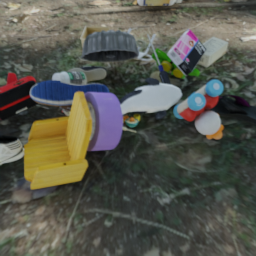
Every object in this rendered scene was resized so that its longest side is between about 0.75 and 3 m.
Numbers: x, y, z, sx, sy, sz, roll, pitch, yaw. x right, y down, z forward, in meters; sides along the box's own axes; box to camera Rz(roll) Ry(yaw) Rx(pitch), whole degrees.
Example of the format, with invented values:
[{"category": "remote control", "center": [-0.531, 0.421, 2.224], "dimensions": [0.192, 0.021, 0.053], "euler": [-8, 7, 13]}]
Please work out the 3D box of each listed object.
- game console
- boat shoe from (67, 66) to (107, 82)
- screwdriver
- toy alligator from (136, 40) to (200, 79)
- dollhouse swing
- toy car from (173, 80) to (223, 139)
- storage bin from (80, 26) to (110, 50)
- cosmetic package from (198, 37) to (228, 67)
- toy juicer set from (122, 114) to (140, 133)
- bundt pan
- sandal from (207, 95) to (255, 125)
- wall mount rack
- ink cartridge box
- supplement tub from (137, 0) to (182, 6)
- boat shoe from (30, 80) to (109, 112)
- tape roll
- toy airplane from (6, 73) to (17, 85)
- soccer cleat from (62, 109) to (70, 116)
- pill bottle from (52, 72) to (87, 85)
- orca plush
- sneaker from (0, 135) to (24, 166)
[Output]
[{"category": "game console", "center": [-3.836, -1.007, 9.634], "dimensions": [1.579, 1.396, 0.245], "euler": [-30, 66, -24]}, {"category": "boat shoe", "center": [-1.682, -2.234, 11.503], "dimensions": [1.694, 0.615, 0.531], "euler": [-1, 30, 12]}, {"category": "screwdriver", "center": [1.187, -2.654, 11.060], "dimensions": [0.341, 0.356, 2.445], "euler": [-18, 85, -4]}, {"category": "toy alligator", "center": [1.560, -2.721, 11.606], "dimensions": [2.882, 0.782, 0.855], "euler": [28, 64, 6]}, {"category": "dollhouse swing", "center": [-2.101, 0.204, 8.036], "dimensions": [1.965, 1.901, 2.163], "euler": [-8, 42, -14]}, {"category": "toy car", "center": [2.641, -0.433, 9.339], "dimensions": [1.514, 1.578, 1.712], "euler": [-36, 89, -15]}, {"category": "storage bin", "center": [-1.516, -4.339, 13.544], "dimensions": [1.284, 0.606, 1.294], "euler": [3, 45, 4]}, {"category": "cosmetic package", "center": [3.714, -3.455, 12.691], "dimensions": [0.858, 0.580, 1.631], "euler": [35, 55, 29]}, {"category": "toy juicer set", "center": [-0.001, -0.210, 9.502], "dimensions": [0.716, 0.306, 1.126], "euler": [4, 26, 8]}, {"category": "bundt pan", "center": [-0.725, -3.255, 11.149], "dimensions": [2.337, 0.877, 2.337], "euler": [-3, 2, 0]}, {"category": "sandal", "center": [3.954, -0.796, 10.072], "dimensions": [2.548, 0.610, 0.958], "euler": [17, 48, 16]}, {"category": "wall mount rack", "center": [0.252, -3.840, 12.919], "dimensions": [2.230, 0.832, 1.938], "euler": [20, 37, 17]}, {"category": "ink cartridge box", "center": [2.472, -3.157, 11.224], "dimensions": [1.129, 0.442, 2.384], "euler": [46, 49, -11]}, {"category": "supplement tub", "center": [1.856, -8.151, 16.399], "dimensions": [2.564, 1.852, 1.852], "euler": [-2, 46, -2]}, {"category": "boat shoe", "center": [-1.983, -0.955, 9.585], "dimensions": [2.591, 0.938, 0.936], "euler": [2, 60, -14]}, {"category": "tape roll", "center": [-0.910, -0.194, 8.577], "dimensions": [0.754, 1.774, 1.774], "euler": [-1, 41, -31]}, {"category": "toy airplane", "center": [-4.741, -1.201, 9.776], "dimensions": [0.464, 2.524, 2.524], "euler": [-17, 30, 43]}, {"category": "soccer cleat", "center": [-2.234, -0.928, 10.279], "dimensions": [0.463, 0.414, 1.194], "euler": [-29, 46, 11]}, {"category": "pill bottle", "center": [-2.248, -1.812, 10.744], "dimensions": [0.676, 0.676, 1.196], "euler": [37, 32, 30]}, {"category": "orca plush", "center": [0.539, -0.784, 10.047], "dimensions": [2.816, 1.001, 1.481], "euler": [-34, 92, -21]}, {"category": "sneaker", "center": [-4.038, 0.737, 8.303], "dimensions": [1.734, 0.998, 0.654], "euler": [-28, 52, -25]}]
